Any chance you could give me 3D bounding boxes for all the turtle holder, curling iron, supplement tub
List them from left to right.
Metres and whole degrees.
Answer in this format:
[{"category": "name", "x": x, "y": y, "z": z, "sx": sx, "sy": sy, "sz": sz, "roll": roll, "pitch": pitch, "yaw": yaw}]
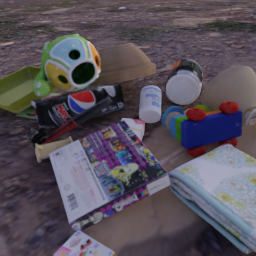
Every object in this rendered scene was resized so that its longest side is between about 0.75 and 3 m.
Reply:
[{"category": "turtle holder", "x": -1.795, "y": -1.814, "z": 8.205, "sx": 2.084, "sy": 1.583, "sz": 1.480, "roll": -11, "pitch": 36, "yaw": -30}, {"category": "curling iron", "x": -1.584, "y": -0.160, "z": 7.661, "sx": 2.556, "sy": 0.634, "sz": 0.327, "roll": -26, "pitch": 58, "yaw": -4}, {"category": "supplement tub", "x": 0.711, "y": -0.758, "z": 8.868, "sx": 0.689, "sy": 0.689, "sz": 1.045, "roll": 2, "pitch": 55, "yaw": 4}, {"category": "supplement tub", "x": 2.130, "y": -1.809, "z": 10.479, "sx": 1.238, "sy": 1.238, "sz": 2.021, "roll": 9, "pitch": 33, "yaw": 14}]

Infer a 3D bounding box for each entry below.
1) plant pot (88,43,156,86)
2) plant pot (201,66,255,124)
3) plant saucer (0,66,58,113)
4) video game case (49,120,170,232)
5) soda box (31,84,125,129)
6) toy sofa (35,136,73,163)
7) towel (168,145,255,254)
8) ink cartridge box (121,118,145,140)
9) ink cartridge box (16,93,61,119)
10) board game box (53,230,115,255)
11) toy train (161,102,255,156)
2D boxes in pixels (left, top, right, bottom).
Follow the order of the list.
[{"category": "plant pot", "x": -0.351, "y": -2.430, "z": 10.501, "sx": 2.675, "sy": 1.235, "sz": 2.675, "roll": -10, "pitch": 13, "yaw": 2}, {"category": "plant pot", "x": 3.377, "y": -0.829, "z": 8.694, "sx": 1.813, "sy": 1.813, "sz": 1.217, "roll": -11, "pitch": 56, "yaw": -17}, {"category": "plant saucer", "x": -3.752, "y": -1.337, "z": 9.906, "sx": 2.456, "sy": 0.588, "sz": 2.452, "roll": 17, "pitch": 43, "yaw": 37}, {"category": "video game case", "x": -0.562, "y": 0.917, "z": 6.428, "sx": 2.160, "sy": 0.427, "sz": 2.384, "roll": -25, "pitch": 37, "yaw": -11}, {"category": "soda box", "x": -1.537, "y": -0.713, "z": 8.846, "sx": 2.736, "sy": 0.866, "sz": 0.968, "roll": -16, "pitch": 15, "yaw": -23}, {"category": "toy sofa", "x": -1.926, "y": 0.597, "z": 7.415, "sx": 0.987, "sy": 0.482, "sz": 0.409, "roll": -13, "pitch": 61, "yaw": -22}, {"category": "towel", "x": 2.357, "y": 1.363, "z": 6.055, "sx": 2.107, "sy": 0.593, "sz": 2.461, "roll": -17, "pitch": 36, "yaw": -30}, {"category": "ink cartridge box", "x": 0.024, "y": 0.211, "z": 8.017, "sx": 0.701, "sy": 0.406, "sz": 1.204, "roll": 7, "pitch": 34, "yaw": 11}, {"category": "ink cartridge box", "x": -3.083, "y": -0.821, "z": 9.773, "sx": 1.040, "sy": 0.343, "sz": 1.429, "roll": 9, "pitch": 31, "yaw": 14}, {"category": "board game box", "x": -0.772, "y": 2.274, "z": 4.953, "sx": 0.876, "sy": 0.177, "sz": 0.670, "roll": 20, "pitch": 37, "yaw": 28}, {"category": "toy train", "x": 2.571, "y": -0.264, "z": 8.209, "sx": 2.947, "sy": 1.247, "sz": 1.705, "roll": -12, "pitch": 21, "yaw": -18}]
